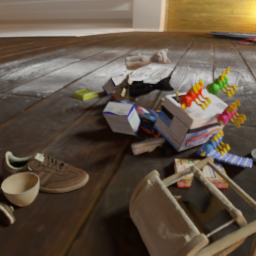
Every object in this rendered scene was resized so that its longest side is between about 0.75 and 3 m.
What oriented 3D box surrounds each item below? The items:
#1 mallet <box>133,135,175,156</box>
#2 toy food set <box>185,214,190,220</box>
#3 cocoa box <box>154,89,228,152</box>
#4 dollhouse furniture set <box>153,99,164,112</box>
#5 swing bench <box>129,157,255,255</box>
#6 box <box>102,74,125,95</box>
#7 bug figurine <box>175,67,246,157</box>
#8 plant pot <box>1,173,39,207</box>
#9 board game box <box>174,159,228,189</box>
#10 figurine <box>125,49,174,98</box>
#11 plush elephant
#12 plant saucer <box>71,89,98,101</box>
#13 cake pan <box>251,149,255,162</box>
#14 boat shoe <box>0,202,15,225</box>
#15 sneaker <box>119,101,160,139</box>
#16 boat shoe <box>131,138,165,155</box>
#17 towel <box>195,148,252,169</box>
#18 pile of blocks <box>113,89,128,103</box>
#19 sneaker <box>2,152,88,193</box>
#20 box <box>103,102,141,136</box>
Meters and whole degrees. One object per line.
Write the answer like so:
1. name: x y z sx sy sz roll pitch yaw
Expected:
1. mallet: 0.993 0.529 10.613 0.623 0.389 1.890 -19 28 -34
2. toy food set: 1.367 2.355 6.680 1.248 0.377 0.896 -22 33 -39
3. cocoa box: 2.357 -0.332 10.261 2.230 1.464 1.487 -13 46 -35
4. dollhouse furniture set: 1.979 -0.616 13.173 1.272 0.728 1.492 -10 54 -48
5. swing bench: 1.410 1.987 6.197 2.285 1.482 2.273 -9 27 -17
6. box: -0.740 -2.445 15.872 1.017 0.580 1.106 -24 -9 -41
7. bug figurine: 2.655 -0.526 8.798 2.141 2.761 0.710 -40 29 -19
8. plant pot: -2.888 1.754 7.642 0.950 0.638 0.950 1 25 0
9. board game box: 2.225 1.401 8.712 1.467 0.340 1.111 2 25 3
10. figurine: 0.972 -2.486 12.616 1.983 2.032 0.875 -6 3 14
11. plush elephant: 0.103 -1.963 13.781 1.498 1.160 1.234 -9 -15 -46
12. plant saucer: -2.432 -1.910 15.752 1.130 0.271 1.132 22 33 38
13. cake pan: 4.771 1.036 9.677 0.984 0.180 0.984 0 25 0
14. boat shoe: -3.119 2.139 7.199 0.928 0.343 0.343 21 27 37
15. sneaker: 0.548 -0.408 11.937 1.085 1.042 2.766 -17 39 -40
16. boat shoe: 0.738 0.668 10.184 1.276 0.426 0.469 -11 11 -11
17. towel: 3.212 0.953 9.339 1.724 0.206 1.248 15 9 26
18. pile of blocks: -0.430 -1.664 15.017 0.624 0.824 2.007 -39 11 16
19. sneaker: -2.501 1.256 8.281 2.602 0.983 0.917 1 26 3
20. box: -0.220 -0.362 11.011 1.117 1.215 0.637 9 57 29
